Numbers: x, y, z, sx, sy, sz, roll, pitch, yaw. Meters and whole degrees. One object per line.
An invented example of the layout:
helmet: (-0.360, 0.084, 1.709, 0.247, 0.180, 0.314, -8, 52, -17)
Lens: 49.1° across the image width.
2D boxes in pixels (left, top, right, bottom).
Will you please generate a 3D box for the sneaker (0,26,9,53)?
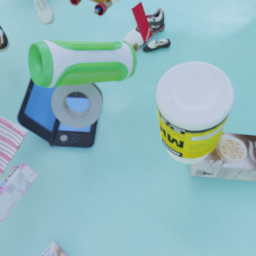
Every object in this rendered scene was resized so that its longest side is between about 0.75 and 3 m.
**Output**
sneaker: (-4.315, -3.236, 8.071, 0.857, 0.993, 2.266, -39, 97, -24)

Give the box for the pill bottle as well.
pill bottle: (1.101, -0.114, 4.934, 1.142, 1.998, 1.142, -4, 64, 8)

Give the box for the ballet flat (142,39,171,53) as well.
ballet flat: (1.109, -3.258, 10.919, 1.157, 0.396, 0.393, -16, 60, -10)

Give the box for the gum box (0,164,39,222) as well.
gum box: (-2.594, 1.362, 6.123, 0.722, 0.421, 1.273, -13, 35, 46)

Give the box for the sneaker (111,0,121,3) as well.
sneaker: (-0.451, -5.206, 9.413, 0.730, 1.940, 0.858, 32, 39, 19)

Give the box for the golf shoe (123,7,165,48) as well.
golf shoe: (0.602, -3.963, 11.063, 0.846, 0.965, 2.191, 38, 66, 21)

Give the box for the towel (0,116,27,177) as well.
towel: (-2.848, 0.372, 5.951, 0.942, 1.288, 0.193, 31, 13, -16)

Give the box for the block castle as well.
block castle: (-0.927, -3.716, 6.826, 1.112, 1.664, 0.781, 26, 51, 11)

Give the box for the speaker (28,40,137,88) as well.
speaker: (-0.930, -1.437, 6.196, 2.299, 1.017, 1.017, -12, 54, -37)

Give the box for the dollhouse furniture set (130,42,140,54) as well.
dollhouse furniture set: (-0.014, -1.913, 7.300, 0.950, 0.753, 0.674, -43, 49, -7)

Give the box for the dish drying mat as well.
dish drying mat: (0.439, -3.163, 8.444, 0.432, 1.125, 0.102, -43, 44, -16)

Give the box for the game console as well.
game console: (-1.973, -0.714, 8.675, 1.997, 1.384, 2.339, 3, 58, 3)

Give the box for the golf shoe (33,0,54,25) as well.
golf shoe: (-2.873, -4.070, 9.056, 0.561, 0.697, 1.434, -21, 95, 4)

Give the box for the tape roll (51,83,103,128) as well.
tape roll: (-1.285, -0.650, 7.157, 1.273, 1.273, 0.421, -4, 21, -3)

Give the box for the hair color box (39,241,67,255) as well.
hair color box: (-1.690, 3.221, 6.771, 0.834, 0.270, 0.456, 39, 64, 20)

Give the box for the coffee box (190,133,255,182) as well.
coffee box: (2.867, 0.802, 8.017, 2.036, 0.812, 1.164, 4, 57, 3)
